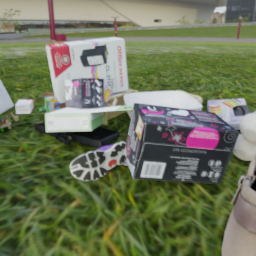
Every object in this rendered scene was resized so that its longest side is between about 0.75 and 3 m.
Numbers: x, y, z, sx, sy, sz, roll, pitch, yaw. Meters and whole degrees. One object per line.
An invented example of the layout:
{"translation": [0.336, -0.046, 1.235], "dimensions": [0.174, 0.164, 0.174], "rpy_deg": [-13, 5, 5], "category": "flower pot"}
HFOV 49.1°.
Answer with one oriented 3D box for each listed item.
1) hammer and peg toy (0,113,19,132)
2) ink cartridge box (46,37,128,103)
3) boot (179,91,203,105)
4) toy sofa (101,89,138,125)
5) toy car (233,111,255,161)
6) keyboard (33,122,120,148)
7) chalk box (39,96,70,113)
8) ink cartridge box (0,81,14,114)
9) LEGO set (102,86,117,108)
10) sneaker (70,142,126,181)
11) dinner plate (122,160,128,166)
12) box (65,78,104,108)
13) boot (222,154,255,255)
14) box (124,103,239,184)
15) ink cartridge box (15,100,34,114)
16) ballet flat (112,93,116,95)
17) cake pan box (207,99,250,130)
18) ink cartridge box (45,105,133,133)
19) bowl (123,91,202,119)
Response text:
{"translation": [-4.488, -0.177, 10.193], "dimensions": [1.009, 0.356, 0.742], "rpy_deg": [-22, 28, -19], "category": "hammer and peg toy"}
{"translation": [-1.558, -2.354, 11.110], "dimensions": [2.900, 2.113, 1.201], "rpy_deg": [-14, 24, -20], "category": "ink cartridge box"}
{"translation": [2.380, -1.229, 12.669], "dimensions": [1.684, 0.613, 1.309], "rpy_deg": [18, 24, 25], "category": "boot"}
{"translation": [-0.657, -0.971, 11.581], "dimensions": [1.128, 0.958, 2.312], "rpy_deg": [16, 27, 33], "category": "toy sofa"}
{"translation": [3.963, 0.098, 7.690], "dimensions": [1.542, 2.057, 1.800], "rpy_deg": [34, 61, 25], "category": "toy car"}
{"translation": [-1.900, 0.202, 9.497], "dimensions": [2.861, 0.367, 1.718], "rpy_deg": [11, 18, 28], "category": "keyboard"}
{"translation": [-3.069, -0.880, 11.619], "dimensions": [1.217, 0.754, 0.760], "rpy_deg": [-8, 22, -19], "category": "chalk box"}
{"translation": [-5.481, -0.530, 9.257], "dimensions": [2.021, 1.217, 2.781], "rpy_deg": [-19, 19, 11], "category": "ink cartridge box"}
{"translation": [-0.912, -0.844, 10.406], "dimensions": [1.490, 0.555, 0.685], "rpy_deg": [-53, 33, -8], "category": "LEGO set"}
{"translation": [-0.796, 0.901, 7.541], "dimensions": [1.828, 0.737, 0.763], "rpy_deg": [-17, 6, -41], "category": "sneaker"}
{"translation": [0.079, 0.906, 8.023], "dimensions": [0.802, 0.097, 0.802], "rpy_deg": [-1, 21, 0], "category": "dinner plate"}
{"translation": [-1.558, -1.218, 9.743], "dimensions": [0.876, 1.009, 1.527], "rpy_deg": [-6, 9, -32], "category": "box"}
{"translation": [2.105, 1.265, 4.298], "dimensions": [1.050, 2.186, 2.989], "rpy_deg": [10, 24, 24], "category": "boot"}
{"translation": [1.206, 0.393, 6.951], "dimensions": [2.303, 1.522, 1.321], "rpy_deg": [6, 24, -13], "category": "box"}
{"translation": [-4.554, -0.931, 12.278], "dimensions": [0.627, 0.364, 1.077], "rpy_deg": [-4, 22, -9], "category": "ink cartridge box"}
{"translation": [-0.812, -1.800, 14.513], "dimensions": [0.447, 0.483, 1.370], "rpy_deg": [-18, 7, 32], "category": "ballet flat"}
{"translation": [3.725, -0.499, 10.324], "dimensions": [1.424, 0.372, 1.311], "rpy_deg": [-1, 49, 8], "category": "cake pan box"}
{"translation": [-0.989, -0.337, 8.949], "dimensions": [2.726, 0.654, 1.984], "rpy_deg": [0, 8, 5], "category": "ink cartridge box"}
{"translation": [1.207, -0.638, 10.715], "dimensions": [2.636, 0.985, 2.640], "rpy_deg": [-4, 23, -10], "category": "bowl"}
